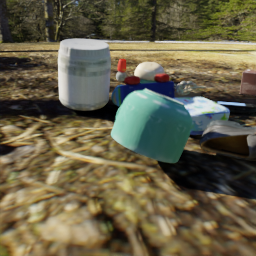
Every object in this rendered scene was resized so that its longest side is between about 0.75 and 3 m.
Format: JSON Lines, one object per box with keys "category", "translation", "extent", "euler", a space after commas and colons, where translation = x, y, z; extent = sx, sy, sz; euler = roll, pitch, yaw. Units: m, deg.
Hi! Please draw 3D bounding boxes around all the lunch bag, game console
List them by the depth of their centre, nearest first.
{"category": "lunch bag", "translation": [1.843, -0.371, 7.865], "extent": [1.359, 0.697, 1.690], "euler": [-5, 21, -17]}
{"category": "game console", "translation": [2.878, -0.855, 9.674], "extent": [2.858, 0.345, 1.686], "euler": [7, 22, 17]}

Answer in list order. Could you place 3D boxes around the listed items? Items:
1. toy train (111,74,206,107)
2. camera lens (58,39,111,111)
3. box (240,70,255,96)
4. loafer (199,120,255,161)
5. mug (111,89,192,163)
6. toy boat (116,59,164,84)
{"category": "toy train", "translation": [0.951, -1.165, 9.564], "extent": [2.916, 1.234, 1.687], "euler": [-8, 8, -19]}
{"category": "camera lens", "translation": [-1.439, -1.723, 9.259], "extent": [1.673, 2.092, 1.673], "euler": [4, 28, -2]}
{"category": "box", "translation": [5.133, -1.875, 11.577], "extent": [0.752, 0.916, 0.760], "euler": [12, 25, 30]}
{"category": "loafer", "translation": [2.649, 0.392, 5.819], "extent": [2.339, 0.851, 0.845], "euler": [3, 27, 37]}
{"category": "mug", "translation": [0.415, -0.187, 5.892], "extent": [1.849, 1.144, 1.520], "euler": [26, 11, 19]}
{"category": "toy boat", "translation": [0.582, -2.641, 13.700], "extent": [2.376, 1.104, 1.997], "euler": [13, 27, 13]}
